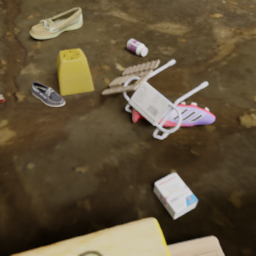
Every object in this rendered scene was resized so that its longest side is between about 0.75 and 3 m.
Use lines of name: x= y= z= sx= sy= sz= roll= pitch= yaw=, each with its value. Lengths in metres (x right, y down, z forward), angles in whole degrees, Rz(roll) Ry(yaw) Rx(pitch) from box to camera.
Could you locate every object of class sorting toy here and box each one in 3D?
sorting toy: x=0.966 y=3.506 z=5.739 sx=2.708 sy=0.399 sz=2.002 roll=-8 pitch=50 yaw=-10

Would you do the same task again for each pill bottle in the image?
pill bottle: x=0.409 y=-3.492 z=12.278 sx=0.506 sy=0.506 sz=0.901 roll=-33 pitch=55 yaw=-27

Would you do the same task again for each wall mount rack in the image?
wall mount rack: x=1.100 y=-0.996 z=8.891 sx=0.967 sy=2.254 sz=2.594 roll=15 pitch=25 yaw=-52

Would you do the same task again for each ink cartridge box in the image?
ink cartridge box: x=1.221 y=1.769 z=7.364 sx=0.704 sy=0.412 sz=0.974 roll=-22 pitch=52 yaw=-20

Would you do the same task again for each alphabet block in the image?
alphabet block: x=-0.353 y=3.169 z=3.996 sx=2.458 sy=2.413 sz=2.400 roll=-14 pitch=37 yaw=-7

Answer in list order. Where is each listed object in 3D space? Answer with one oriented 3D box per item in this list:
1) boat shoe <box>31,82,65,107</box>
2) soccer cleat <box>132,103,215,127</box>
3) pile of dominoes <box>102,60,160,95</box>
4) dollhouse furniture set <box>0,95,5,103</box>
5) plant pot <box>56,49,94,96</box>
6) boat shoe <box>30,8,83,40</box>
boat shoe: x=-2.941 y=-1.229 z=10.148 sx=1.509 sy=0.473 sz=0.548 roll=27 pitch=49 yaw=22
soccer cleat: x=1.454 y=-0.372 z=9.237 sx=2.668 sy=0.890 sz=1.020 roll=14 pitch=81 yaw=5
pile of dominoes: x=0.156 y=-1.644 z=9.767 sx=1.685 sy=0.344 sz=2.161 roll=-47 pitch=26 yaw=-24
dollhouse furniture set: x=-4.726 y=-1.090 z=10.019 sx=0.765 sy=0.411 sz=0.311 roll=33 pitch=65 yaw=31
plant pot: x=-2.056 y=-2.175 z=10.481 sx=1.271 sy=1.309 sz=1.279 roll=-10 pitch=48 yaw=-10
boat shoe: x=-3.427 y=-5.025 z=13.408 sx=2.735 sy=0.860 sz=0.998 roll=-26 pitch=57 yaw=-25
